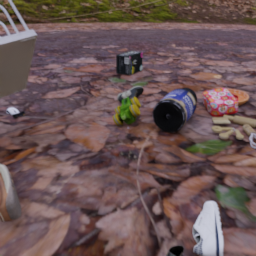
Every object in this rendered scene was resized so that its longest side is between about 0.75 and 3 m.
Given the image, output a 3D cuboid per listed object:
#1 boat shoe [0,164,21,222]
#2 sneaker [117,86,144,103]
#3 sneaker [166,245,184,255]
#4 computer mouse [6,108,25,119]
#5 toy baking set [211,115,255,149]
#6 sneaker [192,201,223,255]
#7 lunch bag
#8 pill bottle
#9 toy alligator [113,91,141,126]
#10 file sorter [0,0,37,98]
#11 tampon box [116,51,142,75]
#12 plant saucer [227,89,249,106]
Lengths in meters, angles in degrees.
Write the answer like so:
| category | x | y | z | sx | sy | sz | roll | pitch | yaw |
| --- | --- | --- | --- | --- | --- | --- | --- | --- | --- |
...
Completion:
| category | x | y | z | sx | sy | sz | roll | pitch | yaw |
| --- | --- | --- | --- | --- | --- | --- | --- | --- | --- |
| boat shoe | -3.134 | 1.313 | 6.153 | 1.011 | 1.067 | 2.817 | -22 | 24 | -31 |
| sneaker | 0.293 | -1.349 | 12.230 | 1.425 | 0.533 | 0.757 | -28 | 42 | -30 |
| sneaker | 0.594 | 2.321 | 4.526 | 0.352 | 0.500 | 0.941 | 18 | 31 | 33 |
| computer mouse | -4.490 | -0.632 | 10.989 | 0.949 | 0.208 | 0.521 | 20 | 33 | 36 |
| toy baking set | 3.938 | 0.129 | 9.400 | 2.439 | 0.284 | 1.872 | 13 | 32 | 26 |
| sneaker | 1.521 | 1.904 | 5.464 | 0.533 | 0.505 | 1.323 | -4 | 23 | 13 |
| lunch bag | 3.721 | -1.066 | 11.132 | 1.260 | 0.586 | 1.431 | -13 | 35 | 3 |
| pill bottle | 1.779 | -0.746 | 10.108 | 1.179 | 1.179 | 2.108 | 13 | 28 | 24 |
| toy alligator | 0.050 | -0.715 | 10.622 | 0.921 | 0.667 | 2.778 | -28 | 21 | 17 |
| file sorter | -4.154 | -2.176 | 7.945 | 2.071 | 1.859 | 2.985 | -29 | -7 | -32 |
| tampon box | 0.096 | -3.848 | 16.597 | 0.939 | 1.115 | 1.487 | 16 | 30 | 30 |
| plant saucer | 4.413 | -1.312 | 12.248 | 1.574 | 0.295 | 1.574 | -2 | 28 | 1 |
